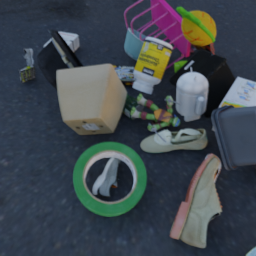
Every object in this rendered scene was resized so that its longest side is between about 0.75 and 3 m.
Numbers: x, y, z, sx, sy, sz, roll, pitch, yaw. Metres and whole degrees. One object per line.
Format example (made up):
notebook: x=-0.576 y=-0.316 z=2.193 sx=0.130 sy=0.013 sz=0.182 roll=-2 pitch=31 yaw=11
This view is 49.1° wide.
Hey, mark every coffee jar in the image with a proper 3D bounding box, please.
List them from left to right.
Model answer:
coffee jar: x=-0.130 y=-0.975 z=10.973 sx=0.762 sy=0.623 sz=1.461 roll=-39 pitch=57 yaw=-22

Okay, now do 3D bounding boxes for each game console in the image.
game console: x=2.992 y=-1.794 z=11.093 sx=1.859 sy=1.230 sz=2.114 roll=34 pitch=70 yaw=32

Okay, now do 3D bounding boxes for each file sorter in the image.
file sorter: x=1.277 y=-4.257 z=12.638 sx=1.743 sy=1.932 sz=2.780 roll=-34 pitch=70 yaw=-4

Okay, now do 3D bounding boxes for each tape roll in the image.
tape roll: x=-0.526 y=1.463 z=8.147 sx=2.095 sy=0.504 sz=2.095 roll=2 pitch=65 yaw=-5

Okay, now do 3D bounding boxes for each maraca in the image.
maraca: x=2.470 y=-3.710 z=10.164 sx=1.424 sy=1.111 sz=2.077 roll=45 pitch=16 yaw=35

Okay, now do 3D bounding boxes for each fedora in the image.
fedora: x=-2.562 y=-2.303 z=11.110 sx=1.359 sy=2.976 sz=2.976 roll=-34 pitch=49 yaw=3

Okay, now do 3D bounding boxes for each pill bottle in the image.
pill bottle: x=0.869 y=-2.370 z=10.833 sx=1.112 sy=1.985 sz=1.112 roll=19 pitch=11 yaw=-4

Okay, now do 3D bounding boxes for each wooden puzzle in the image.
wooden puzzle: x=3.138 y=-3.904 z=12.551 sx=0.207 sy=2.947 sz=1.748 roll=-47 pitch=69 yaw=6

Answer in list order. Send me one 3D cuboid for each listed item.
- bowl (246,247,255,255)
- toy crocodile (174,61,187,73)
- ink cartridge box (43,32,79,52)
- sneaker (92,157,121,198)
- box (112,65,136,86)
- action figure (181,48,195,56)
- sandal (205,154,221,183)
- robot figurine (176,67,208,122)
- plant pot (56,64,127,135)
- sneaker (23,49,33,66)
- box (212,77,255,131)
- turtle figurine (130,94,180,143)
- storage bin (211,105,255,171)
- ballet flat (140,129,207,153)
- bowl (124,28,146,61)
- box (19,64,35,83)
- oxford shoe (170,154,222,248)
bowl: x=3.450 y=3.529 z=6.052 sx=1.021 sy=1.897 sz=1.897 roll=50 pitch=52 yaw=-12
toy crocodile: x=2.580 y=-2.292 z=12.036 sx=0.938 sy=0.858 sz=2.778 roll=-8 pitch=29 yaw=1
ink cartridge box: x=-3.307 y=-4.109 z=14.072 sx=1.160 sy=0.655 sz=1.581 roll=14 pitch=46 yaw=13
sneaker: x=-0.512 y=1.466 z=8.654 sx=0.635 sy=0.592 sz=1.602 roll=24 pitch=55 yaw=9
box: x=-0.503 y=-2.363 z=12.476 sx=1.746 sy=0.348 sz=1.195 roll=4 pitch=41 yaw=2
action figure: x=2.855 y=-4.250 z=14.125 sx=1.183 sy=1.065 sz=1.589 roll=-7 pitch=58 yaw=56
sandal: x=2.640 y=1.319 z=8.845 sx=0.548 sy=0.410 sz=1.431 roll=16 pitch=47 yaw=15
robot figurine: x=2.148 y=-1.099 z=9.495 sx=1.025 sy=1.815 sz=1.539 roll=-15 pitch=40 yaw=-11
plant pot: x=-1.289 y=-0.818 z=9.760 sx=2.002 sy=2.000 sz=1.773 roll=-3 pitch=67 yaw=15
sneaker: x=-4.604 y=-3.157 z=12.821 sx=0.408 sy=0.372 sz=0.995 roll=3 pitch=73 yaw=-43
box: x=4.073 y=-0.715 z=10.307 sx=1.082 sy=1.201 sz=2.136 roll=25 pitch=50 yaw=23
turtle figurine: x=0.978 y=-0.563 z=9.764 sx=1.714 sy=1.272 sz=1.767 roll=22 pitch=22 yaw=16
storage bin: x=3.587 y=0.208 z=8.359 sx=1.410 sy=1.938 sz=1.301 roll=-21 pitch=8 yaw=-40
ballet flat: x=1.575 y=0.361 z=9.552 sx=2.312 sy=0.803 sz=0.803 roll=-4 pitch=45 yaw=-4
bowl: x=0.554 y=-3.749 z=13.194 sx=1.866 sy=0.976 sz=1.866 roll=28 pitch=25 yaw=-14
box: x=-4.406 y=-2.365 z=12.240 sx=0.650 sy=0.811 sz=0.180 roll=-29 pitch=76 yaw=-26
oxford shoe: x=2.137 y=1.990 z=7.866 sx=1.035 sy=0.993 sz=2.805 roll=23 pitch=60 yaw=17
